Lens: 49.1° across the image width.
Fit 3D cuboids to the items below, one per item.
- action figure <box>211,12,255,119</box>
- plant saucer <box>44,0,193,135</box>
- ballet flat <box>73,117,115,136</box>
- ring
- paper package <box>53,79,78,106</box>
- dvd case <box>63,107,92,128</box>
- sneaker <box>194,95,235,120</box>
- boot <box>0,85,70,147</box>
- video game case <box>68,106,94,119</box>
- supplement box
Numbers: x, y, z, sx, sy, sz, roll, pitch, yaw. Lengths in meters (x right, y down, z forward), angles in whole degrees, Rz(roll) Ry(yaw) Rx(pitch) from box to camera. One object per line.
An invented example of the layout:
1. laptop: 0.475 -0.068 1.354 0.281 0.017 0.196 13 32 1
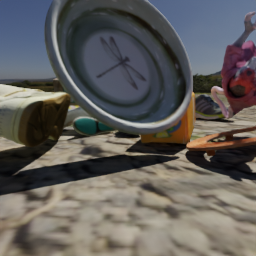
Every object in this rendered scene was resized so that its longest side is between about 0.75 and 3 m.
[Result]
1. action figure: 2.187 -1.014 5.587 1.851 1.665 2.486 -35 -3 31
2. plant saucer: -0.120 -1.111 4.742 2.739 2.739 0.687 -6 -16 -36
3. ballet flat: -0.825 -0.019 6.560 1.236 0.429 0.429 -3 8 -43
4. ring: 1.877 0.174 4.506 1.861 0.179 1.861 -12 1 0
5. paper package: -2.188 -1.713 14.008 2.846 1.472 2.713 -2 9 -20
6. dvd case: -1.288 -0.306 7.052 1.106 0.097 0.789 -21 -16 -5
7. sneaker: 2.737 -0.732 9.626 0.753 0.825 2.038 -7 11 -39
8. boot: -2.218 -0.384 5.004 2.032 0.947 2.628 13 5 0
9. video game case: -1.560 -0.540 9.849 1.786 0.252 1.976 1 10 -18
10. supplement box: 1.044 -0.336 6.589 0.954 0.986 2.867 1 11 15
